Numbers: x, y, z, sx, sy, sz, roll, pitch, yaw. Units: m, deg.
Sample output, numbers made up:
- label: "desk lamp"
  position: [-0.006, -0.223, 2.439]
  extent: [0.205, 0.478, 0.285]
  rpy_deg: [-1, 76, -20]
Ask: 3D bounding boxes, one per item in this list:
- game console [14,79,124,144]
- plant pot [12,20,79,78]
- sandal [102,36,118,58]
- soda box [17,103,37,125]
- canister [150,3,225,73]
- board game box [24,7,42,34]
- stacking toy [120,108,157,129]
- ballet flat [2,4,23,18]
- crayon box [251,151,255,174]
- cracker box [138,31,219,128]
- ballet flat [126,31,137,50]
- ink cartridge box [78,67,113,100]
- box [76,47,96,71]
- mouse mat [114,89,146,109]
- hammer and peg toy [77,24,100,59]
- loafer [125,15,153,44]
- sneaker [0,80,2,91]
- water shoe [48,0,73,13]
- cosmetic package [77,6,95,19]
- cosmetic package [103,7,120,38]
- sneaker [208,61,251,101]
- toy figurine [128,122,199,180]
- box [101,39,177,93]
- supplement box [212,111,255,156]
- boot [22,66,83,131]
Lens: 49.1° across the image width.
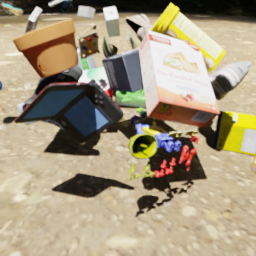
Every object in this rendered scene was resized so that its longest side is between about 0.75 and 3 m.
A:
- label: "game console"
  position: [-1.331, -0.207, 6.325]
  extent: [1.853, 1.597, 1.100]
  rpy_deg: [-30, 19, 42]
- label: "plant pot"
  position: [-2.228, -2.248, 8.154]
  extent: [1.779, 1.245, 1.779]
  rpy_deg: [-17, 21, 7]
- label: "sandal"
  position: [-0.673, -3.405, 12.973]
  extent: [0.556, 0.773, 1.947]
  rpy_deg: [-23, 74, -26]
- label: "soda box"
  position: [-3.714, -0.904, 12.596]
  extent: [2.268, 0.719, 0.774]
  rpy_deg: [-22, 36, -34]
- label: "canister"
  position: [2.057, -3.088, 10.182]
  extent: [2.541, 1.100, 1.887]
  rpy_deg: [36, 0, -9]
- label: "board game box"
  position: [-3.385, -3.520, 9.792]
  extent: [0.208, 1.201, 0.758]
  rpy_deg: [26, 52, -18]
- label: "stacking toy"
  position: [0.464, -0.513, 12.274]
  extent: [1.546, 0.363, 1.166]
  rpy_deg: [-23, 36, -36]
- label: "ballet flat"
  position: [-4.068, -4.072, 9.751]
  extent: [0.945, 0.298, 0.324]
  rpy_deg: [27, 25, 23]
- label: "crayon box"
  position: [4.313, 1.307, 8.512]
  extent: [0.335, 0.817, 1.299]
  rpy_deg: [-5, 29, -9]
- label: "cracker box"
  position: [1.267, -1.329, 7.455]
  extent: [1.688, 0.727, 2.520]
  rpy_deg: [9, 53, -20]
- label: "ballet flat"
  position: [0.106, -4.023, 12.927]
  extent: [0.332, 0.956, 0.332]
  rpy_deg: [-19, 42, 18]
- label: "ink cartridge box"
  position: [-1.435, -1.541, 10.944]
  extent: [1.651, 0.514, 2.052]
  rpy_deg: [-10, 44, 6]
- label: "box"
  position: [-2.176, -2.797, 12.035]
  extent: [1.402, 1.237, 0.678]
  rpy_deg: [1, 39, 18]
- label: "mouse mat"
  position: [0.551, -1.765, 13.699]
  extent: [2.294, 0.086, 1.846]
  rpy_deg: [5, 62, 3]
- label: "hammer and peg toy"
  position: [-1.357, -2.919, 9.407]
  extent: [0.810, 1.102, 0.388]
  rpy_deg: [-31, 51, -29]
- label: "loafer"
  position: [0.672, -4.165, 12.440]
  extent: [0.933, 1.067, 2.969]
  rpy_deg: [-5, 42, -19]
- label: "sneaker"
  position: [-5.453, -1.837, 10.811]
  extent: [0.566, 1.441, 0.643]
  rpy_deg: [-14, 56, 13]
- label: "water shoe"
  position: [-2.404, -4.506, 10.338]
  extent: [0.457, 0.505, 1.280]
  rpy_deg: [-3, 28, 29]
- label: "cosmetic package"
  position: [-1.762, -4.826, 11.729]
  extent: [0.355, 0.420, 0.787]
  rpy_deg: [-1, 23, -46]
- label: "cosmetic package"
  position: [-0.697, -4.513, 11.987]
  extent: [0.544, 0.885, 0.882]
  rpy_deg: [-12, 54, -2]
- label: "sneaker"
  position: [3.264, -1.553, 9.211]
  extent: [1.015, 0.925, 2.475]
  rpy_deg: [-35, 3, 0]
- label: "toy figurine"
  position: [0.547, 0.413, 7.122]
  extent: [2.271, 1.198, 1.360]
  rpy_deg: [-4, 24, -37]
- label: "box"
  position: [0.451, -2.069, 9.471]
  extent: [1.998, 1.193, 2.032]
  rpy_deg: [-22, 18, -19]
- label: "supplement box"
  position: [4.223, 0.203, 10.195]
  extent: [2.029, 1.105, 1.111]
  rpy_deg: [11, 31, 18]
- label: "boot"
  position: [-2.079, -1.182, 9.765]
  extent: [2.275, 0.906, 2.760]
  rpy_deg: [20, 39, -8]
